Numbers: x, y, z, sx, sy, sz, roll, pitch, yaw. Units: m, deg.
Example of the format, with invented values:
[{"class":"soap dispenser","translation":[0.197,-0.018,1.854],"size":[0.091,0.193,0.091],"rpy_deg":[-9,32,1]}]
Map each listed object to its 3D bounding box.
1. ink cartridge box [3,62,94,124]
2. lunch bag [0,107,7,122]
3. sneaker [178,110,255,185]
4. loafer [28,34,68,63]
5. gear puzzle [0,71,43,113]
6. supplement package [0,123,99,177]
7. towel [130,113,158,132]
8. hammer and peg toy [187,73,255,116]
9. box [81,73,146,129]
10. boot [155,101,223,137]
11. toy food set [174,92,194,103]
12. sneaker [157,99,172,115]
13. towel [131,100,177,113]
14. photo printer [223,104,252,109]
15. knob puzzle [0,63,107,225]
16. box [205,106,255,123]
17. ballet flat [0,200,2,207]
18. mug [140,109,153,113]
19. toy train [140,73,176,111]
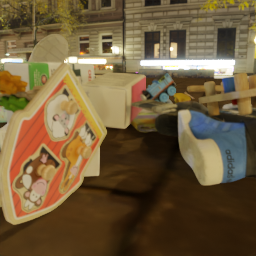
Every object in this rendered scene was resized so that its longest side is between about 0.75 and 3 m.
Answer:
[{"class":"ink cartridge box","translation":[-2.152,-0.960,8.197],"size":[1.077,1.902,2.594],"rpy_deg":[8,15,29]},{"class":"lunch bag","translation":[-3.685,-0.472,9.111],"size":[0.932,0.568,0.794],"rpy_deg":[-3,10,14]},{"class":"sneaker","translation":[1.686,0.210,5.037],"size":[1.314,0.907,2.363],"rpy_deg":[-6,16,0]},{"class":"loafer","translation":[-2.927,-1.906,9.179],"size":[0.919,2.924,1.051],"rpy_deg":[-17,-45,44]},{"class":"gear puzzle","translation":[-1.719,-0.307,5.652],"size":[1.506,0.381,2.907],"rpy_deg":[-3,-23,15]},{"class":"supplement package","translation":[-1.250,0.313,4.757],"size":[1.501,0.854,0.822],"rpy_deg":[-2,14,-7]},{"class":"towel","translation":[0.715,-0.195,8.590],"size":[1.496,0.237,2.083],"rpy_deg":[-3,12,-14]},{"class":"hammer and peg toy","translation":[2.562,-0.760,6.532],"size":[1.755,0.841,2.386],"rpy_deg":[-10,4,-13]},{"class":"box","translation":[-0.357,-0.892,8.292],"size":[1.318,1.123,2.061],"rpy_deg":[8,22,16]},{"class":"boot","translation":[1.787,-0.183,7.218],"size":[1.912,0.763,2.103],"rpy_deg":[18,14,23]},{"class":"toy food set","translation":[2.726,-1.422,14.070],"size":[1.199,0.392,0.706],"rpy_deg":[-15,43,-44]},{"class":"sneaker","translation":[1.253,-0.438,8.628],"size":[0.569,0.990,0.372],"rpy_deg":[-43,13,2]},{"class":"towel","translation":[0.660,-0.528,6.957],"size":[0.887,0.159,0.921],"rpy_deg":[15,19,32]},{"class":"photo printer","translation":[4.194,-0.718,10.713],"size":[1.004,0.348,0.835],"rpy_deg":[-10,17,-37]},{"class":"knob puzzle","translation":[-0.807,0.352,3.251],"size":[0.253,1.825,1.825],"rpy_deg":[17,19,24]},{"class":"box","translation":[3.590,-0.012,6.587],"size":[2.214,0.716,2.808],"rpy_deg":[-6,14,-31]},{"class":"ballet flat","translation":[-1.873,0.845,3.677],"size":[1.056,0.358,0.398],"rpy_deg":[8,32,26]},{"class":"mug","translation":[0.677,-0.834,10.863],"size":[0.787,0.959,0.768],"rpy_deg":[-18,52,-30]},{"class":"toy train","translation":[0.830,-1.008,7.927],"size":[1.150,0.657,0.499],"rpy_deg":[-42,17,-10]}]
